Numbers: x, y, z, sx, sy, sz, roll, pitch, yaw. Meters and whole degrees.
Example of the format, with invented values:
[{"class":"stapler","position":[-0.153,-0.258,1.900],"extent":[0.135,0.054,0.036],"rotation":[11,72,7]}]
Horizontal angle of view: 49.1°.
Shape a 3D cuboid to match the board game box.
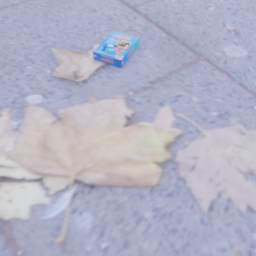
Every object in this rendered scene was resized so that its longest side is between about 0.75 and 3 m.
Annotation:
[{"class":"board game box","position":[-0.373,-2.599,9.174],"extent":[1.030,0.305,1.355],"rotation":[21,54,16]}]
